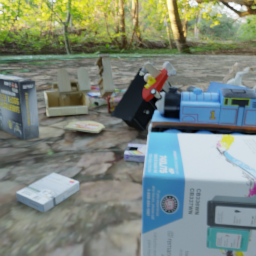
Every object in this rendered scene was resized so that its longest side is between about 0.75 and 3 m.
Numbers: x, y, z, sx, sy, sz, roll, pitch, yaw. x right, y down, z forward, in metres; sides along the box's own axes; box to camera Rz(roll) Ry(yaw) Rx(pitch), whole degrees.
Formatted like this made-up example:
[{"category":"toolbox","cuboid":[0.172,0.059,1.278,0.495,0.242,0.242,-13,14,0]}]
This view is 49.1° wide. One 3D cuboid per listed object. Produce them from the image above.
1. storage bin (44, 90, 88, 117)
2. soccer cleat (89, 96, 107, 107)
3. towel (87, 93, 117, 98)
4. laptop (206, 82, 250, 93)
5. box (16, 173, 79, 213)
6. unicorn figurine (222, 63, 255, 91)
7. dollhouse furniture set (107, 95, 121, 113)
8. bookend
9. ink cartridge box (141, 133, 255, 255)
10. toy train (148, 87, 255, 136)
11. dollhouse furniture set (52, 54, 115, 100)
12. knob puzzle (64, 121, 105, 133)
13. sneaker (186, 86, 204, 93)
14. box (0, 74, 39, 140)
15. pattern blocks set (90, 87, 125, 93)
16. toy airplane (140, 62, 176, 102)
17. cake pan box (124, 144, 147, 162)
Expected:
[{"category":"storage bin","cuboid":[-2.492,-1.004,11.227,1.600,0.750,1.589,-5,18,-16]},{"category":"soccer cleat","cuboid":[-1.252,-1.105,12.268,1.021,0.350,0.435,7,53,-41]},{"category":"towel","cuboid":[-1.346,-1.723,14.359,1.332,0.159,0.978,-8,19,-24]},{"category":"laptop","cuboid":[3.102,-0.947,10.362,1.917,1.111,1.795,-13,22,-31]},{"category":"box","cuboid":[-1.519,1.211,5.380,0.729,0.193,0.935,12,22,29]},{"category":"unicorn figurine","cuboid":[4.345,-1.296,10.432,0.870,1.619,2.357,31,24,-35]},{"category":"dollhouse furniture set","cuboid":[-0.365,-1.115,11.697,0.873,0.660,1.622,1,18,2]},{"category":"bookend","cuboid":[0.707,-0.609,9.380,0.906,1.954,1.966,17,69,42]},{"category":"ink cartridge box","cuboid":[1.256,1.020,3.814,2.067,1.517,1.510,1,18,6]},{"category":"toy train","cuboid":[2.000,-0.212,7.307,2.937,1.678,1.273,4,19,11]},{"category":"dollhouse furniture set","cuboid":[-1.957,-2.089,11.818,2.432,1.615,2.131,-8,-6,-18]},{"category":"knob puzzle","cuboid":[-1.339,-0.008,9.055,1.327,0.184,1.327,4,14,-1]},{"category":"sneaker","cuboid":[3.428,-1.950,14.719,0.463,0.394,1.058,-21,27,-36]},{"category":"box","cuboid":[-3.649,-0.722,8.805,2.184,1.729,0.528,17,23,40]},{"category":"pattern blocks set","cuboid":[-0.994,-2.019,14.737,1.648,0.134,1.449,0,11,-36]},{"category":"toy airplane","cuboid":[0.728,-1.273,7.181,1.016,1.020,0.720,-25,38,-35]},{"category":"cake pan box","cuboid":[0.308,0.634,7.127,0.788,0.206,0.725,4,16,11]}]
